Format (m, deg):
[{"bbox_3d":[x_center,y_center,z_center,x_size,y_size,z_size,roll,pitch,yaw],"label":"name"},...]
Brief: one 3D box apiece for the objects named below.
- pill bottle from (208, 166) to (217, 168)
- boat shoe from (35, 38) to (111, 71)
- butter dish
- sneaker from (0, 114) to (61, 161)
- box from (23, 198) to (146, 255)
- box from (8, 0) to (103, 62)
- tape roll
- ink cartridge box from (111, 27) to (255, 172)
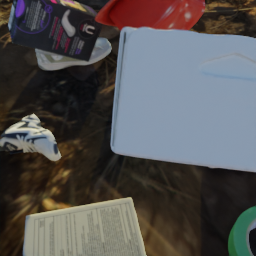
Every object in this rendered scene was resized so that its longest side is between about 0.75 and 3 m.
[{"bbox_3d":[2.839,0.263,6.312,2.198,1.234,1.234,-1,45,-2],"label":"pill bottle"},{"bbox_3d":[-1.809,-2.678,9.556,2.605,0.835,0.960,-16,47,-15],"label":"boat shoe"},{"bbox_3d":[0.820,-2.416,6.076,2.189,2.183,1.618,-24,84,-55],"label":"butter dish"},{"bbox_3d":[-2.388,0.397,6.570,1.122,0.688,1.724,-29,51,-24],"label":"sneaker"},{"bbox_3d":[-0.698,2.048,4.670,1.827,0.996,1.168,-8,45,-8],"label":"box"},{"bbox_3d":[-1.762,-2.523,6.799,1.921,1.174,1.019,7,34,-34],"label":"box"},{"bbox_3d":[2.667,2.199,4.954,1.666,0.400,1.666,0,45,0],"label":"tape roll"},{"bbox_3d":[0.879,-0.154,3.532,1.923,2.657,1.121,6,88,3],"label":"ink cartridge box"}]
